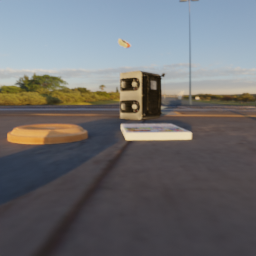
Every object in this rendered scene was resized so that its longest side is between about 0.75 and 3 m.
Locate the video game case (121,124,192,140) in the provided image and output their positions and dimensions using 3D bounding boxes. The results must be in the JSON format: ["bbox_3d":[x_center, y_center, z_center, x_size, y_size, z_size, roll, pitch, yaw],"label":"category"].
[{"bbox_3d":[0.757,0.097,9.028,1.869,0.235,2.610,0,6,-4],"label":"video game case"}]

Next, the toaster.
[{"bbox_3d":[0.780,-1.845,15.918,1.723,2.626,2.904,4,7,33],"label":"toaster"}]

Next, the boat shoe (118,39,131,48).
[{"bbox_3d":[-0.179,-3.718,12.328,0.242,0.276,0.774,-16,41,-30],"label":"boat shoe"}]

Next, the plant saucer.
[{"bbox_3d":[-2.303,0.132,8.141,2.227,0.359,2.227,-1,6,0],"label":"plant saucer"}]
